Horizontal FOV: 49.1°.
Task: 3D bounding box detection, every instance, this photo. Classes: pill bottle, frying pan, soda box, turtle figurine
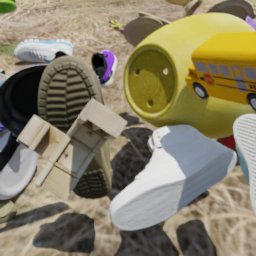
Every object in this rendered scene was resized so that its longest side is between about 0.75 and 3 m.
[{"bbox_3d":[-3.923,0.539,6.921,2.956,1.710,1.710,14,47,14],"label":"pill bottle"},{"bbox_3d":[-1.620,-0.048,5.049,1.557,2.573,0.419,4,39,-30],"label":"frying pan"},{"bbox_3d":[1.254,0.931,7.073,0.992,0.938,2.929,27,51,25],"label":"soda box"},{"bbox_3d":[-0.607,-4.918,13.372,1.060,0.341,0.855,-23,49,-21],"label":"turtle figurine"}]

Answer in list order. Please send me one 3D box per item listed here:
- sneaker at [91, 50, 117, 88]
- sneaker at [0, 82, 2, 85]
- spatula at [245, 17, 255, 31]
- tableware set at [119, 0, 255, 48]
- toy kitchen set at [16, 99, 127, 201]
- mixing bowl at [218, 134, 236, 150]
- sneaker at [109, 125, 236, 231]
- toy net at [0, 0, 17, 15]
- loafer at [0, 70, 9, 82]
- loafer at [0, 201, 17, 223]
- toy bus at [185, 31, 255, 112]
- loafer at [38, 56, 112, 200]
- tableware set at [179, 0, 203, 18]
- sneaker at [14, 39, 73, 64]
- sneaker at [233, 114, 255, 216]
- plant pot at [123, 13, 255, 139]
[{"bbox_3d":[-0.652,-1.707,7.148,0.483,0.690,1.388,-20,44,18],"label":"sneaker"},{"bbox_3d":[-3.257,-1.073,5.050,1.165,2.832,1.047,-34,40,19],"label":"sneaker"},{"bbox_3d":[3.459,-1.815,6.585,2.654,0.750,0.273,9,3,-30],"label":"spatula"},{"bbox_3d":[1.407,-2.630,7.001,2.479,2.967,0.344,18,61,-29],"label":"tableware set"},{"bbox_3d":[-0.792,0.176,3.236,0.922,1.020,1.130,34,80,-11],"label":"toy kitchen set"},{"bbox_3d":[2.998,0.069,7.864,1.482,0.803,1.482,22,37,-17],"label":"mixing bowl"},{"bbox_3d":[0.501,0.697,4.575,2.147,0.791,1.241,-25,36,-16],"label":"sneaker"},{"bbox_3d":[-3.330,-2.386,5.322,2.166,0.418,1.136,-10,6,4],"label":"toy net"},{"bbox_3d":[-3.418,-1.306,7.363,1.454,0.508,0.507,25,74,-3],"label":"loafer"},{"bbox_3d":[-3.274,1.903,6.437,1.342,0.452,0.510,-5,45,-5],"label":"loafer"},{"bbox_3d":[1.447,-0.731,3.486,0.646,0.777,1.984,-38,27,-10],"label":"toy bus"},{"bbox_3d":[-0.798,0.034,4.692,0.985,2.592,0.874,-3,30,1],"label":"loafer"},{"bbox_3d":[2.273,-4.170,8.271,0.263,1.897,2.271,45,17,4],"label":"tableware set"},{"bbox_3d":[-3.308,-2.916,11.049,2.307,0.865,1.000,-9,51,-9],"label":"sneaker"},{"bbox_3d":[2.214,0.786,4.381,0.751,0.832,2.031,-15,56,21],"label":"sneaker"},{"bbox_3d":[1.069,-0.968,5.647,1.946,2.741,2.741,-11,42,-42],"label":"plant pot"}]
